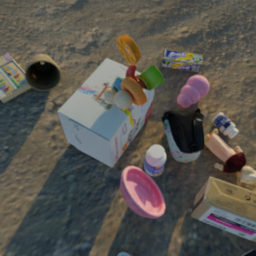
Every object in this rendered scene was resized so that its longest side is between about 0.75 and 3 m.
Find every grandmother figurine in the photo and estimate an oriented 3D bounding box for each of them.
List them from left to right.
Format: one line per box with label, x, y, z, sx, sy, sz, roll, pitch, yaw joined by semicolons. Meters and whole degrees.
grandmother figurine;3.638;1.094;9.975;1.383;0.691;2.280;-35;62;-16

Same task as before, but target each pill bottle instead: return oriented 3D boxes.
pill bottle;0.930;1.106;9.607;0.703;1.255;0.703;0;58;0
pill bottle;3.741;-0.073;10.760;0.540;0.540;0.973;-30;63;-17

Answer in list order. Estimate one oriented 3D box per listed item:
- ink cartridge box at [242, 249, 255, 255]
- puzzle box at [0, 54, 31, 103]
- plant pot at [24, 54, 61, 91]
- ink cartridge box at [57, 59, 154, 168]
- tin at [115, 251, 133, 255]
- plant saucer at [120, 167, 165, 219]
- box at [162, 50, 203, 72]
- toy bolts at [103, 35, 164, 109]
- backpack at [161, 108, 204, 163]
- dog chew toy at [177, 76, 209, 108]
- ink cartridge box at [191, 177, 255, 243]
ink cartridge box;3.349;4.231;8.287;1.411;0.262;0.668;-23;61;-11
puzzle box;-5.341;-2.216;12.230;1.522;0.291;2.287;-37;65;-21
plant pot;-3.618;-2.494;11.895;1.434;1.434;1.245;-12;43;-7
ink cartridge box;-0.683;-0.524;10.095;2.113;2.123;2.921;29;63;16
tin;0.041;4.102;8.390;1.015;0.212;0.568;24;66;14
plant saucer;0.379;2.012;8.570;0.444;1.752;1.752;-43;59;22
box;2.411;-3.007;12.566;1.718;0.552;0.602;11;59;6
toy bolts;-0.189;-1.427;8.208;1.392;2.006;1.917;-38;94;-9
backpack;2.066;0.293;10.157;1.542;1.169;1.847;-8;59;-2
dog chew toy;2.584;-1.421;11.410;0.957;0.957;1.537;40;74;22
ink cartridge box;3.216;2.505;8.387;2.261;1.862;0.849;18;60;11
